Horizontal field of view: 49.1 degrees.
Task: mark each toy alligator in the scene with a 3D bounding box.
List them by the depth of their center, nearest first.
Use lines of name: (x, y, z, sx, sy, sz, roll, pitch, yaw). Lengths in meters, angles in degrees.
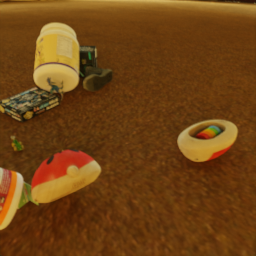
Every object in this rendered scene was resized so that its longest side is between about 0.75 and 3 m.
toy alligator: (-4.081, 0.621, 10.242, 0.311, 0.225, 0.938, -8, 34, -35)

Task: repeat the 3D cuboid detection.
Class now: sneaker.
sneaker: (-1.938, -2.584, 14.716, 1.373, 0.916, 2.397, 13, 32, 22)

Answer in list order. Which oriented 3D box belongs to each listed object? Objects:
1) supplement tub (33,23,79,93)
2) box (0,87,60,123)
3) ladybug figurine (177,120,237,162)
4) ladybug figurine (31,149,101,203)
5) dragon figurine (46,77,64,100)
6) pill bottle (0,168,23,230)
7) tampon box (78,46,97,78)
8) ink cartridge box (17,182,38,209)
supplement tub: (-3.486, -3.438, 13.820, 2.094, 2.094, 2.880, -2, 66, -4)
box: (-4.472, -1.113, 12.733, 1.713, 0.496, 2.155, 22, 38, 30)
ladybug figurine: (2.806, 0.453, 9.792, 2.484, 0.893, 1.686, -24, 28, -30)
ladybug figurine: (-1.676, 1.225, 7.283, 1.803, 2.656, 0.955, -20, 80, -29)
dragon figurine: (-3.363, -1.813, 12.868, 0.762, 1.532, 0.451, -3, 65, -14)
pill bottle: (-3.860, 1.370, 6.305, 2.540, 1.391, 1.391, 24, 21, -30)
tampon box: (-2.867, -3.810, 16.032, 1.987, 1.489, 1.255, 2, 32, 3)
ink cartridge box: (-3.249, 1.795, 7.938, 1.427, 0.741, 0.423, 19, 37, 27)
